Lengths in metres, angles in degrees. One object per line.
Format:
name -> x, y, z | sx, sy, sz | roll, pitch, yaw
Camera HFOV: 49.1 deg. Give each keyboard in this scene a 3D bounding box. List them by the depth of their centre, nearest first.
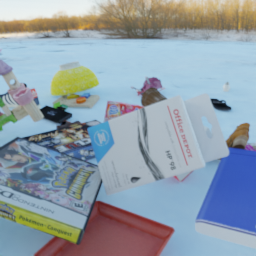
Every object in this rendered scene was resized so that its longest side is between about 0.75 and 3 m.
keyboard -> -3.118, -0.603, 11.881 | 1.796, 0.230, 1.078 | 18, 41, 35

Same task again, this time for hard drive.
hard drive -> 2.872, 1.409, 6.251 | 1.946, 0.374, 2.950 | 6, 28, 29

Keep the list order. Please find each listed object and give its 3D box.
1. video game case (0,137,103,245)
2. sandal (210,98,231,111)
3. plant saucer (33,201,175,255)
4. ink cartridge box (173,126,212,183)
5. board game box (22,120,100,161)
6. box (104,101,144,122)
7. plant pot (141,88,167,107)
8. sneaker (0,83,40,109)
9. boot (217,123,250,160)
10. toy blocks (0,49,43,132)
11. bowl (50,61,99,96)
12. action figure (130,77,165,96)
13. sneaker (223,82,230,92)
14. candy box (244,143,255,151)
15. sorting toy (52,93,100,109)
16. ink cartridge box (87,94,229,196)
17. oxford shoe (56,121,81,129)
video game case -> -1.798, 1.070, 5.835 | 2.430, 0.343, 2.689 | 20, 15, -1
sandal -> 4.244, -1.163, 13.153 | 0.641, 0.361, 1.687 | -5, 23, -12
plant saucer -> -0.360, 2.166, 5.014 | 1.865, 0.342, 1.861 | 11, 24, 29
ink cartridge box -> 1.258, 0.392, 7.982 | 1.439, 0.827, 1.982 | -42, 33, -9
board game box -> -1.738, 0.486, 8.968 | 2.741, 0.474, 1.857 | -16, 28, -34
box -> -0.112, -0.468, 10.156 | 0.819, 0.856, 1.716 | 13, 7, 22
plant pot -> 1.258, -1.143, 12.403 | 1.021, 1.021, 1.011 | -13, 33, -29
sneaker -> -5.245, -1.548, 13.024 | 2.787, 1.178, 1.045 | 10, 24, 24
boot -> 3.018, 0.379, 8.274 | 0.485, 1.264, 0.982 | 38, 52, -6
toy blocks -> -4.649, -0.991, 9.229 | 2.553, 2.299, 2.732 | -34, 32, -14
bowl -> -2.978, -2.735, 14.942 | 2.666, 1.434, 2.666 | -10, 19, 3
action figure -> 0.995, -2.086, 15.157 | 1.149, 1.277, 1.715 | -23, 18, 49
sneaker -> 5.678, -2.434, 16.084 | 0.421, 0.495, 1.119 | 5, 23, 16
candy box -> 4.094, 0.801, 8.264 | 1.422, 0.434, 0.970 | -3, 22, -7
sorting toy -> -2.568, -1.260, 13.367 | 1.913, 0.381, 2.588 | 4, 22, 8
ink cartridge box -> 0.677, 0.320, 6.367 | 2.817, 1.631, 0.939 | -20, -8, 15
oxford shoe -> -2.177, -0.101, 10.348 | 0.432, 0.440, 1.213 | -9, 15, 29
